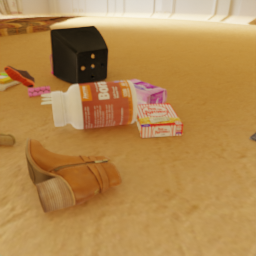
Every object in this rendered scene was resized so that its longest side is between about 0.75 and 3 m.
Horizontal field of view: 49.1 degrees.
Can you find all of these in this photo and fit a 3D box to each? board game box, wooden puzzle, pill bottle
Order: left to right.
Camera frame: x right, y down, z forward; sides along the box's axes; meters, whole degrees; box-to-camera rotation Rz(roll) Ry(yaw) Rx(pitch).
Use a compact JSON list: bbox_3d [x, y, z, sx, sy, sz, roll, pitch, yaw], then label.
[{"bbox_3d":[-6.186,-2.367,13.756,1.807,0.364,1.953,9,29,16],"label":"wooden puzzle"},{"bbox_3d":[-1.148,-0.756,9.463,2.711,1.521,1.521,-7,29,-13],"label":"pill bottle"},{"bbox_3d":[0.983,-0.299,9.761,1.384,0.423,1.827,-4,28,-7],"label":"board game box"}]

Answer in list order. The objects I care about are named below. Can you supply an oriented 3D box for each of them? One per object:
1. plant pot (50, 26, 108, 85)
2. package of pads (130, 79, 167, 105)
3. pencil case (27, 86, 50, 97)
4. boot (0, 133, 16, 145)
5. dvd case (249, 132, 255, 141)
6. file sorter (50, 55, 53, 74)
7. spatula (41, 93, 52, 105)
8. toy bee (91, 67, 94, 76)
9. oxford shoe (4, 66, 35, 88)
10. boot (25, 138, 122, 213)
[{"bbox_3d":[-2.243,-3.418,13.870,2.440,2.446,2.169,-17,43,-29],"label":"plant pot"},{"bbox_3d":[0.504,-1.409,11.526,1.179,0.740,1.957,-23,36,-36],"label":"package of pads"},{"bbox_3d":[-3.925,-1.630,12.349,0.944,0.428,0.442,-8,2,-19],"label":"pencil case"},{"bbox_3d":[-4.023,0.522,8.340,0.911,0.344,1.041,4,24,36],"label":"boot"},{"bbox_3d":[4.496,0.288,9.024,0.768,0.083,1.033,25,37,39],"label":"dvd case"},{"bbox_3d":[-3.504,-3.689,15.315,1.226,1.106,1.764,-3,24,-3],"label":"file sorter"},{"bbox_3d":[-2.965,-1.290,11.986,1.480,0.119,1.029,-7,28,-13],"label":"spatula"},{"bbox_3d":[-1.994,-2.859,14.405,1.153,0.627,0.755,21,16,-12],"label":"toy bee"},{"bbox_3d":[-3.509,-1.721,9.077,0.389,1.092,0.396,-17,57,27],"label":"oxford shoe"},{"bbox_3d":[-1.449,0.937,6.998,1.905,0.907,2.463,-15,42,-25],"label":"boot"}]
